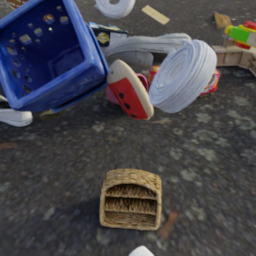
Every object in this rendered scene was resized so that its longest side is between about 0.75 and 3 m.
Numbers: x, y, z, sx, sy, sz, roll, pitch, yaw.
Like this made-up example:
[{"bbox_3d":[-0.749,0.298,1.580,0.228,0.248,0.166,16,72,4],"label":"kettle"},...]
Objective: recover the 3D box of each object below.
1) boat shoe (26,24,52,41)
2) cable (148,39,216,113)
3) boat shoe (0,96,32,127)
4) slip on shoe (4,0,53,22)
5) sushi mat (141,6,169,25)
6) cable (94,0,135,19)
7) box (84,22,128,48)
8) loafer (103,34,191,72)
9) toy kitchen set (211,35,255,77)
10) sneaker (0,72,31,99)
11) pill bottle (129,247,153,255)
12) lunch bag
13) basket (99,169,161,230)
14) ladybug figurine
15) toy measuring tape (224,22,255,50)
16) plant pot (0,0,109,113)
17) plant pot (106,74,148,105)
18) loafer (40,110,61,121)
[{"bbox_3d":[-2.680,-3.009,9.671,1.055,2.939,0.994,-2,36,28],"label":"boat shoe"},{"bbox_3d":[1.142,-1.122,6.169,0.598,1.728,1.727,33,8,-19],"label":"cable"},{"bbox_3d":[-4.979,-0.827,10.825,2.724,0.890,1.002,10,39,12],"label":"boat shoe"},{"bbox_3d":[-2.908,-3.596,8.393,1.613,0.613,0.489,17,5,-22],"label":"slip on shoe"},{"bbox_3d":[0.933,-3.857,9.581,0.964,0.058,0.461,36,50,8],"label":"sushi mat"},{"bbox_3d":[-0.549,-5.404,11.638,1.622,1.622,0.561,39,13,6],"label":"cable"},{"bbox_3d":[-1.391,-3.875,11.530,2.381,0.689,2.995,3,23,-10],"label":"box"},{"bbox_3d":[0.637,-2.397,9.254,2.968,1.038,1.036,-5,67,11],"label":"loafer"},{"bbox_3d":[5.473,-3.643,13.604,2.288,1.867,2.064,-2,38,-3],"label":"toy kitchen set"},{"bbox_3d":[-4.169,-1.694,11.388,2.925,1.554,1.094,9,39,11],"label":"sneaker"},{"bbox_3d":[0.686,3.295,5.522,0.988,0.988,1.803,-30,47,-32],"label":"pill bottle"},{"bbox_3d":[2.307,-2.354,12.531,2.846,1.166,2.507,-14,40,-17],"label":"lunch bag"},{"bbox_3d":[0.080,1.831,7.282,1.563,1.116,1.165,4,37,6],"label":"basket"},{"bbox_3d":[0.020,-0.961,7.904,0.690,1.919,1.302,-36,15,-9],"label":"ladybug figurine"},{"bbox_3d":[4.772,-3.118,9.989,2.706,0.995,0.995,26,45,18],"label":"toy measuring tape"},{"bbox_3d":[-2.010,-1.930,8.040,2.553,2.296,2.553,-26,77,11],"label":"plant pot"},{"bbox_3d":[-0.100,-1.455,11.352,1.309,1.463,1.463,7,36,35],"label":"plant pot"},{"bbox_3d":[-3.053,-0.525,10.941,0.851,0.323,0.287,-16,39,-35],"label":"loafer"}]
